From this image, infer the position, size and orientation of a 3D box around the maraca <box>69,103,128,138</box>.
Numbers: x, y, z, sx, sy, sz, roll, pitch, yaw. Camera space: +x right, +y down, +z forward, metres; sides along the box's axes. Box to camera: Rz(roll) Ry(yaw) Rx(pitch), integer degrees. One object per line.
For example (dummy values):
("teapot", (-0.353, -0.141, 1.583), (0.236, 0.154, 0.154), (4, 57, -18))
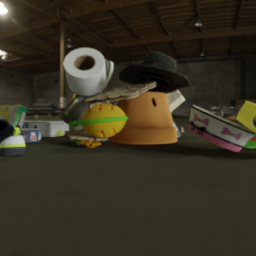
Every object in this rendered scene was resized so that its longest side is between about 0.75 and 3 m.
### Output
("maraca", (-0.921, -0.209, 8.579), (1.933, 1.034, 1.325), (-5, -1, 35))

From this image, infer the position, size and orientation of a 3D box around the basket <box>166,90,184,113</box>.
("basket", (1.730, -1.472, 12.641), (1.085, 1.337, 1.349), (-36, -14, 12))

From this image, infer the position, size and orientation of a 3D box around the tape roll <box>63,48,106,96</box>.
("tape roll", (-1.415, -1.862, 9.339), (1.337, 1.337, 0.918), (0, -31, -2))

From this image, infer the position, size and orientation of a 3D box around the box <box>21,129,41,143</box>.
("box", (-4.171, 0.270, 9.614), (2.177, 0.410, 1.487), (-1, 3, -14))

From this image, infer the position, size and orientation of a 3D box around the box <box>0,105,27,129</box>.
("box", (-5.528, -0.321, 12.424), (2.219, 1.302, 0.537), (3, -16, 31))

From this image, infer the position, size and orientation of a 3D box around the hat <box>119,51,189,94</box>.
("hat", (0.869, -1.924, 9.177), (2.388, 0.963, 2.388), (10, -8, 1))

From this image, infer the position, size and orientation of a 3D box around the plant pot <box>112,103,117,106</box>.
("plant pot", (0.171, -0.529, 12.630), (1.992, 1.992, 1.951), (2, 11, 29))

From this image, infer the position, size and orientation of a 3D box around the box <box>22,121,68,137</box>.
("box", (-3.877, 0.011, 12.524), (2.131, 0.641, 1.243), (1, 3, 26))

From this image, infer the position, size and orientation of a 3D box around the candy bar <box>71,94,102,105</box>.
("candy bar", (-1.604, -1.083, 12.686), (1.988, 0.496, 0.220), (17, -31, 2))

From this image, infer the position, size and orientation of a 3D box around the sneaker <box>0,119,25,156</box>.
("sneaker", (-3.094, 0.192, 7.004), (2.008, 0.831, 0.720), (3, 4, 44))

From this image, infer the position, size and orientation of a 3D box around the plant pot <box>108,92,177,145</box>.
("plant pot", (0.526, -0.365, 9.841), (2.396, 1.677, 2.396), (1, 3, 0))

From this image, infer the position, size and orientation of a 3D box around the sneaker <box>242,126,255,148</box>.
("sneaker", (3.619, 0.318, 8.094), (1.637, 0.628, 0.686), (7, -9, -9))

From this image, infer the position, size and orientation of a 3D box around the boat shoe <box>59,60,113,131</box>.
("boat shoe", (-1.463, -1.379, 10.141), (0.894, 2.991, 1.069), (32, -21, -22))

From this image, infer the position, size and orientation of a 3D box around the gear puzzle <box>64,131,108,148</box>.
("gear puzzle", (-1.308, 0.397, 8.838), (1.228, 0.310, 2.371), (4, 5, -20))

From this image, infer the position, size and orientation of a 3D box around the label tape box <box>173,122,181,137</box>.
("label tape box", (1.774, 0.092, 10.912), (0.262, 0.596, 0.826), (-33, -11, 27))

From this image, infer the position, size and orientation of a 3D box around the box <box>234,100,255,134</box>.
("box", (3.435, -0.059, 6.716), (0.964, 0.642, 2.563), (25, 14, -1))

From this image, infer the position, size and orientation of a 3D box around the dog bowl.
("dog bowl", (2.326, 0.033, 7.276), (1.706, 0.629, 1.706), (23, 12, -5))

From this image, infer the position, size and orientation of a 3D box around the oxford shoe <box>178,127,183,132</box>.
("oxford shoe", (2.744, 0.076, 14.770), (0.278, 0.290, 0.784), (-1, 3, -11))

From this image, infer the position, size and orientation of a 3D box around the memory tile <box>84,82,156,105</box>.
("memory tile", (-0.259, -1.080, 8.842), (2.019, 0.170, 1.548), (-3, 20, 36))
